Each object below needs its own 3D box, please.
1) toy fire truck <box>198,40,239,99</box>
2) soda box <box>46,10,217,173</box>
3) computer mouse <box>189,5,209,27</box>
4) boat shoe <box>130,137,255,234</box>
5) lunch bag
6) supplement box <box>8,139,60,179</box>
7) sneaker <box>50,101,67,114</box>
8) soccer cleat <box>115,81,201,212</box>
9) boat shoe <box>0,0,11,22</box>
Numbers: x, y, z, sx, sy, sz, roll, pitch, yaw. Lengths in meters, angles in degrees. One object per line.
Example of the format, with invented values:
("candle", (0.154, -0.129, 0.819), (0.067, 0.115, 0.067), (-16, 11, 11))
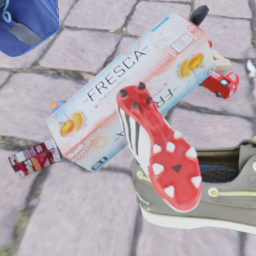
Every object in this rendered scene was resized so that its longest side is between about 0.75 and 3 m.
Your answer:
("toy fire truck", (2.652, -1.903, 8.750), (1.525, 0.527, 2.163), (-36, 59, -26))
("soda box", (0.053, -0.552, 4.637), (2.777, 0.950, 0.883), (-40, 53, 5))
("computer mouse", (1.385, -2.312, 6.531), (0.258, 1.518, 0.445), (28, 66, -7))
("boat shoe", (1.270, 0.568, 3.072), (2.670, 0.798, 0.954), (-9, 24, 26))
("lunch bag", (-2.651, -2.827, 5.754), (1.693, 2.492, 1.649), (-29, 52, 18))
("supplement box", (-2.164, 0.719, 6.541), (1.041, 0.566, 0.317), (-25, 54, -18))
("sneaker", (-0.883, -0.264, 5.274), (1.114, 0.420, 0.437), (-2, 87, -21))
("soccer cleat", (0.224, 0.158, 2.413), (0.421, 0.522, 1.226), (-21, 63, -15))
("boat shoe", (-2.470, -2.044, 4.850), (1.706, 0.586, 0.718), (-26, 42, 5))
